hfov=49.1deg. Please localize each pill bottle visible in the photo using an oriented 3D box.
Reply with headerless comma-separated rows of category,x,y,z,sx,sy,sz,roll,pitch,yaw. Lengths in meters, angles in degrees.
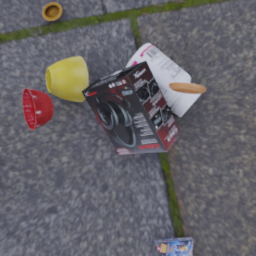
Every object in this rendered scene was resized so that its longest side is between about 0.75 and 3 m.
pill bottle,1.303,-1.699,10.275,2.655,1.505,1.505,41,83,6

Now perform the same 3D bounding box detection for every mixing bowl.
mixing bowl,-2.718,-0.602,8.601,0.691,1.276,1.276,-10,80,-34

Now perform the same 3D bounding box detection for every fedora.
fedora,-3.024,-4.631,11.324,0.855,0.349,0.855,-1,83,8

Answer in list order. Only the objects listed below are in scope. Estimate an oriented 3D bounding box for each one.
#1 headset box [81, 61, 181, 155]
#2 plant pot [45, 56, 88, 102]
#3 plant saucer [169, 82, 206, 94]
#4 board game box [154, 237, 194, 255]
headset box,0.168,-0.390,9.212,1.149,2.214,2.975,-44,115,-39
plant pot,-2.257,-1.703,9.982,1.172,1.651,1.651,-8,80,-29
plant saucer,1.773,-1.173,8.447,1.113,1.113,0.180,9,91,1
board game box,1.543,4.467,9.860,1.349,0.416,1.350,10,81,3
